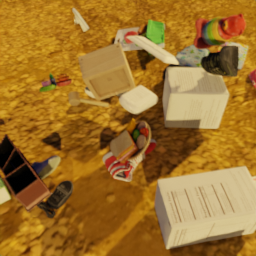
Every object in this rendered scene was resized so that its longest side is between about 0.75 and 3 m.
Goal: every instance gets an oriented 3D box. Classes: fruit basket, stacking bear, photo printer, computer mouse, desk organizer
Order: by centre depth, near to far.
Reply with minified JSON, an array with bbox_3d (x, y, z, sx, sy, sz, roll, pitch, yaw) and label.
[{"bbox_3d":[-3.648,1.386,9.157,0.913,0.980,2.545,-37,54,-19],"label":"desk organizer"},{"bbox_3d":[-2.354,2.339,9.404,0.909,0.346,1.313,31,64,27],"label":"computer mouse"},{"bbox_3d":[3.378,-3.538,10.116,1.066,1.139,1.875,2,5,-23],"label":"stacking bear"},{"bbox_3d":[0.420,-1.248,12.780,1.477,0.513,1.229,-33,55,-28],"label":"photo printer"},{"bbox_3d":[0.683,-5.173,16.383,2.946,1.381,2.729,-7,43,15],"label":"fruit basket"}]

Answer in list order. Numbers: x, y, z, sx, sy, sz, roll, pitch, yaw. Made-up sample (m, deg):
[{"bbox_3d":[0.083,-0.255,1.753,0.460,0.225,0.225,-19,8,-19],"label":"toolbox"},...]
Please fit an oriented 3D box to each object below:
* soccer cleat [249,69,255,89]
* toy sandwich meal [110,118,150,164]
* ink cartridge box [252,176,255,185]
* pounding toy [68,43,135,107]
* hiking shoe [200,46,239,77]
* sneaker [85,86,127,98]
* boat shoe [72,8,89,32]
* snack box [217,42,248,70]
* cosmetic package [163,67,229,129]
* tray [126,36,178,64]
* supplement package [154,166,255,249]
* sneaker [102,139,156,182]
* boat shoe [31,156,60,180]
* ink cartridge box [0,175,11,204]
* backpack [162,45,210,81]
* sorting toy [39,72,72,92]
[{"bbox_3d":[6.466,-2.391,13.994,0.644,0.562,1.685,42,34,-16],"label":"soccer cleat"},{"bbox_3d":[0.052,0.375,8.941,1.512,0.518,1.512,-28,46,34],"label":"toy sandwich meal"},{"bbox_3d":[4.615,2.236,9.303,0.961,0.560,1.327,-11,46,-11],"label":"ink cartridge box"},{"bbox_3d":[-1.113,-1.726,10.326,2.484,2.182,1.136,-18,64,6],"label":"pounding toy"},{"bbox_3d":[3.303,-2.305,10.223,1.358,1.021,2.697,3,0,21],"label":"hiking shoe"},{"bbox_3d":[-1.111,-2.106,13.436,2.018,0.805,1.313,-9,45,-9],"label":"sneaker"},{"bbox_3d":[-2.265,-4.833,12.673,0.463,1.086,0.401,-34,21,9],"label":"boat shoe"},{"bbox_3d":[5.708,-4.051,15.486,1.507,0.605,1.788,18,49,18],"label":"snack box"},{"bbox_3d":[2.711,-1.275,11.841,2.264,1.883,1.895,2,45,0],"label":"cosmetic package"},{"bbox_3d":[1.080,-3.384,11.951,2.264,0.251,1.216,40,30,24],"label":"tray"},{"bbox_3d":[2.346,2.380,8.424,2.797,1.591,1.532,-7,47,-7],"label":"supplement package"},{"bbox_3d":[0.233,1.189,10.201,2.113,0.753,1.189,-21,45,-10],"label":"sneaker"},{"bbox_3d":[-3.271,1.513,9.965,0.649,0.635,1.821,34,57,24],"label":"boat shoe"},{"bbox_3d":[-5.172,1.742,9.621,1.382,0.794,2.359,-27,51,-24],"label":"ink cartridge box"},{"bbox_3d":[3.113,-3.056,13.931,1.941,1.830,2.380,27,36,27],"label":"backpack"},{"bbox_3d":[-2.530,-1.613,9.541,1.171,0.481,0.703,-23,22,-24],"label":"sorting toy"}]
